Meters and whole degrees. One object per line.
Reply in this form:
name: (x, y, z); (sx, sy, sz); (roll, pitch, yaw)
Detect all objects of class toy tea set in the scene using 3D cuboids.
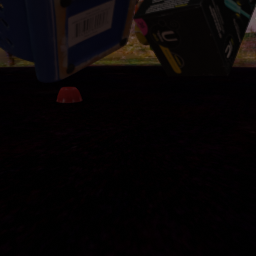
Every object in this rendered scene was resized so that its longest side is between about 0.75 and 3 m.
toy tea set: (-0.047, -3.096, 6.354); (1.016, 2.746, 1.633); (-12, 32, 45)

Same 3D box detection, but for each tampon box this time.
tampon box: (1.495, -2.501, 5.812); (1.468, 2.325, 1.743); (8, -28, 41)

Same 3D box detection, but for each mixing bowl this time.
mixing bowl: (-2.483, -1.425, 11.800); (1.061, 0.574, 1.061); (0, 14, 0)

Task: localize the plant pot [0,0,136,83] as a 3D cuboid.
plant pot: (-0.662, -1.314, 2.672); (1.339, 1.338, 1.203); (-36, 72, -28)
